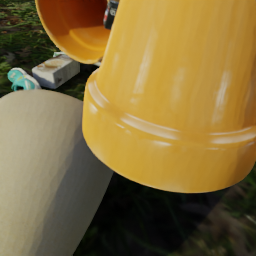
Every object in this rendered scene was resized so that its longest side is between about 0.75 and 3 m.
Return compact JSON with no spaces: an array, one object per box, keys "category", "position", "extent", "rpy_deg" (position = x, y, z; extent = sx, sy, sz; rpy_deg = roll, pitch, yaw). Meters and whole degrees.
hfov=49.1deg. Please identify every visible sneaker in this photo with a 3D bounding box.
[{"category":"sneaker","position":[-3.894,-1.625,10.141],"extent":[1.853,0.718,0.738],"rpy_deg":[31,55,35]}]

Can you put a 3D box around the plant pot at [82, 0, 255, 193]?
[{"category":"plant pot","position":[0.687,-0.840,3.345],"extent":[2.364,2.164,2.364],"rpy_deg":[6,34,-4]}]

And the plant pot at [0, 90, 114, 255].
[{"category":"plant pot","position":[-1.678,1.264,4.904],"extent":[2.665,2.665,2.846],"rpy_deg":[6,50,8]}]

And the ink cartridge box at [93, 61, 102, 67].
[{"category":"ink cartridge box","position":[-1.412,-2.855,10.977],"extent":[1.773,0.552,2.203],"rpy_deg":[24,4,28]}]

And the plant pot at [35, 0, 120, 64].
[{"category":"plant pot","position":[-0.852,-3.966,8.817],"extent":[2.968,2.968,2.717],"rpy_deg":[21,47,26]}]

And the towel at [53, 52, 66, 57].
[{"category":"towel","position":[-3.059,-3.245,12.798],"extent":[0.741,0.114,0.971],"rpy_deg":[-3,36,-5]}]

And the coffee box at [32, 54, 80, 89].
[{"category":"coffee box","position":[-2.766,-2.251,10.962],"extent":[0.966,0.673,1.689],"rpy_deg":[15,39,20]}]

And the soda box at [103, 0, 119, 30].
[{"category":"soda box","position":[0.253,-2.211,5.962],"extent":[1.498,0.474,0.530],"rpy_deg":[11,37,-15]}]
